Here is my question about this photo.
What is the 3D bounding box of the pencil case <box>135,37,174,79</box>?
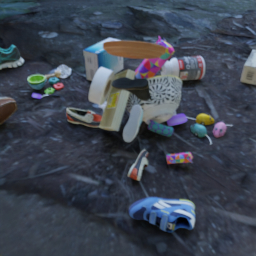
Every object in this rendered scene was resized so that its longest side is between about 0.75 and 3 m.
[{"bbox_3d":[1.130,-2.963,12.507,0.938,2.122,0.938,26,33,-19],"label":"pencil case"}]

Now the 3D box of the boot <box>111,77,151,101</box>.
[{"bbox_3d":[0.123,-1.154,8.861,1.189,0.823,0.461,9,61,23],"label":"boot"}]

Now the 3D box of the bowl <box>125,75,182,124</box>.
[{"bbox_3d":[1.037,-0.858,10.734,2.495,2.495,1.171,-10,72,-14],"label":"bowl"}]

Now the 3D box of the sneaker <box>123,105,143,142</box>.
[{"bbox_3d":[0.238,-0.098,9.424,0.480,0.532,1.298,18,82,26],"label":"sneaker"}]

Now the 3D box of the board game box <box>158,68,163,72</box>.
[{"bbox_3d":[1.241,-3.146,13.495,0.290,0.939,0.938,-20,-5,30],"label":"board game box"}]

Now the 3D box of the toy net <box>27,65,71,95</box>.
[{"bbox_3d":[-3.629,-2.578,14.044,1.474,0.543,2.810,16,39,20],"label":"toy net"}]

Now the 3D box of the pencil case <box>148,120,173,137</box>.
[{"bbox_3d":[1.195,0.018,10.361,0.901,0.383,0.416,20,58,-16],"label":"pencil case"}]

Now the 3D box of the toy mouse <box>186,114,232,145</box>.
[{"bbox_3d":[3.097,-0.008,10.729,1.849,0.358,1.643,6,37,8],"label":"toy mouse"}]

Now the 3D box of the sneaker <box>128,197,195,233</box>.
[{"bbox_3d":[0.907,2.306,7.379,1.799,0.665,0.740,0,39,2],"label":"sneaker"}]

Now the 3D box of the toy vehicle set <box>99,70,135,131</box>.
[{"bbox_3d":[-0.431,-0.973,10.218,0.288,2.169,1.348,18,-5,-23],"label":"toy vehicle set"}]

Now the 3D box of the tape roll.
[{"bbox_3d":[-0.953,-1.495,10.112,0.465,1.329,1.329,21,39,5],"label":"tape roll"}]

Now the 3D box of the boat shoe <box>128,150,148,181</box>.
[{"bbox_3d":[0.418,1.192,9.017,0.403,0.458,1.288,21,39,14],"label":"boat shoe"}]

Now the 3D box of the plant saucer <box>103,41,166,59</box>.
[{"bbox_3d":[0.221,-2.918,10.641,2.390,0.386,2.390,4,7,-1],"label":"plant saucer"}]

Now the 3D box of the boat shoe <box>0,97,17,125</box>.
[{"bbox_3d":[-5.272,-0.079,10.337,1.055,1.113,2.939,28,54,27],"label":"boat shoe"}]

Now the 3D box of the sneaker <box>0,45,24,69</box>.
[{"bbox_3d":[-7.093,-3.786,15.127,2.610,1.190,1.012,-23,42,-27],"label":"sneaker"}]

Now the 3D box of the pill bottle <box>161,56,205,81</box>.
[{"bbox_3d":[2.710,-2.938,14.019,1.988,1.152,1.152,-7,37,-8],"label":"pill bottle"}]

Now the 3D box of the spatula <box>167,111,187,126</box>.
[{"bbox_3d":[1.859,-0.942,11.895,0.795,0.289,2.814,-13,40,5],"label":"spatula"}]

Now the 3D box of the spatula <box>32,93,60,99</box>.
[{"bbox_3d":[-3.771,-1.475,12.905,1.268,0.130,0.358,-2,38,-3],"label":"spatula"}]

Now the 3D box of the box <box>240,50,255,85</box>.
[{"bbox_3d":[6.540,-3.175,14.513,0.807,0.970,2.360,18,39,23],"label":"box"}]

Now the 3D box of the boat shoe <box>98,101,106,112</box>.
[{"bbox_3d":[-0.803,-0.752,11.404,0.481,0.427,1.306,29,6,-35],"label":"boat shoe"}]

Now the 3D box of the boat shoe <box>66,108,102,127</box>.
[{"bbox_3d":[-1.643,-0.444,11.177,1.715,0.537,0.611,9,36,9],"label":"boat shoe"}]

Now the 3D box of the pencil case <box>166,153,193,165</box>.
[{"bbox_3d":[1.697,1.009,9.237,0.850,0.376,0.376,-5,35,14],"label":"pencil case"}]

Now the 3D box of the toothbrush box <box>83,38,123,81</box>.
[{"bbox_3d":[-1.204,-3.485,14.384,0.927,1.591,2.173,22,43,27],"label":"toothbrush box"}]
